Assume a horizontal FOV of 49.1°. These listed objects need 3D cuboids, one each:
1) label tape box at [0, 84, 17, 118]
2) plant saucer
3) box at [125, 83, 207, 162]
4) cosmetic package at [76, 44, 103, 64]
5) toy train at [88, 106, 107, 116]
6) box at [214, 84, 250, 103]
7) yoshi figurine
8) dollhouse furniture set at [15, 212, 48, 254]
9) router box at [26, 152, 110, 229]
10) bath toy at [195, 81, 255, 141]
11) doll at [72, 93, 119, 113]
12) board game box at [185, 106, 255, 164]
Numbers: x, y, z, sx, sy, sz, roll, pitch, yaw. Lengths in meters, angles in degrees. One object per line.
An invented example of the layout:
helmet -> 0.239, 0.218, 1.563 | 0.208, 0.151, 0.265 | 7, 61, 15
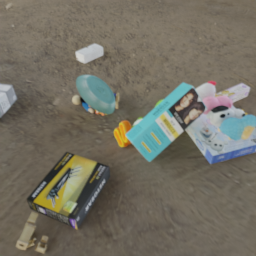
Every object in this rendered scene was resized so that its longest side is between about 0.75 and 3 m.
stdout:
label tape box -> -5.759, -0.866, 11.001 | 1.678, 0.737, 2.327 | 7, 41, 8
plant saucer -> -1.100, -1.333, 10.435 | 1.828, 0.329, 1.828 | 35, 33, -26
box -> 1.208, -0.178, 8.813 | 2.518, 1.036, 0.619 | -42, 29, -2
cosmetic package -> -2.013, -3.898, 14.662 | 0.673, 0.490, 1.324 | 30, 48, 30
toy train -> -1.180, -0.737, 10.893 | 0.888, 0.667, 0.247 | 16, 61, 31
box -> 4.065, -1.255, 11.656 | 2.326, 0.450, 0.482 | -22, 46, -23
yoshi figurine -> 0.781, -0.274, 9.897 | 2.545, 1.425, 1.430 | -16, 37, -22
dollhouse furniture set -> -2.363, 2.747, 7.246 | 0.719, 0.452, 0.813 | 25, 41, -9
router box -> -1.661, 1.731, 8.184 | 1.571, 0.522, 1.999 | 16, 44, 17
bath toy -> 3.235, -0.732, 9.846 | 1.298, 1.103, 2.985 | 30, 20, -29
doll -> -1.352, -1.115, 11.450 | 1.907, 0.462, 1.301 | 3, 58, 4
board game box -> 3.373, 0.152, 10.029 | 2.194, 0.476, 2.183 | -12, 43, -13
